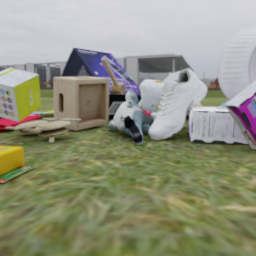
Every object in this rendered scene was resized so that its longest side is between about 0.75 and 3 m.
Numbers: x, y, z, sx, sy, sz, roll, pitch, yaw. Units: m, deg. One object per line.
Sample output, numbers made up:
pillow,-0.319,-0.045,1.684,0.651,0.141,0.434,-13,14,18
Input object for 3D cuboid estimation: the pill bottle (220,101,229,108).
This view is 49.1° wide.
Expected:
pill bottle,3.352,-0.616,9.253,0.935,0.508,0.508,-35,-9,25

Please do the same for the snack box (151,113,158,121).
snack box,1.438,-0.426,11.173,1.528,0.284,0.888,5,9,32

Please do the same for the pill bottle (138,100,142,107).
pill bottle,-0.645,-1.747,16.388,2.703,1.520,1.520,3,8,25

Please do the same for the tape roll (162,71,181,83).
tape roll,1.912,-1.410,10.970,1.752,1.752,0.320,7,-18,44

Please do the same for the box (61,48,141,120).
box,-1.079,-1.750,11.286,2.058,1.451,2.781,-7,52,-46

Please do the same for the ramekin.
ramekin,3.729,-1.610,7.568,2.351,2.351,1.095,-1,11,-10

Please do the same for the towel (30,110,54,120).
towel,-3.644,-0.628,12.710,1.793,0.284,2.497,-4,9,-25

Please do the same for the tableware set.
tableware set,-2.178,0.062,7.173,1.883,0.377,1.245,3,15,45

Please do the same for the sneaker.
sneaker,1.058,-0.646,7.013,0.815,1.039,2.091,9,56,54

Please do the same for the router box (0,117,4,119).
router box,-5.536,-0.481,9.855,2.164,0.719,2.752,-1,8,-7

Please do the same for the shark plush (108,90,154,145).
shark plush,0.314,-0.232,7.441,1.217,1.328,2.923,30,-1,-6

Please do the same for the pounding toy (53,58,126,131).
pounding toy,-1.202,-1.202,9.054,1.097,2.107,2.399,11,16,35

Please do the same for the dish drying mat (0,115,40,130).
dish drying mat,-3.684,-0.213,8.997,0.899,0.213,2.342,1,8,5

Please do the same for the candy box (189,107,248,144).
candy box,2.583,-0.103,6.943,2.096,0.750,1.758,2,8,11

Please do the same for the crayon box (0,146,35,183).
crayon box,-2.137,0.495,4.065,1.310,0.333,0.832,2,8,11

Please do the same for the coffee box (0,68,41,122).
coffee box,-2.501,-0.740,6.145,0.816,0.824,0.825,14,32,16

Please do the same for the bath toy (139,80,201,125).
bath toy,1.322,-0.651,8.215,1.151,0.978,2.646,12,0,42

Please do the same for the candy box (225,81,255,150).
candy box,2.912,-0.486,5.452,1.698,1.158,0.518,-37,14,-3
